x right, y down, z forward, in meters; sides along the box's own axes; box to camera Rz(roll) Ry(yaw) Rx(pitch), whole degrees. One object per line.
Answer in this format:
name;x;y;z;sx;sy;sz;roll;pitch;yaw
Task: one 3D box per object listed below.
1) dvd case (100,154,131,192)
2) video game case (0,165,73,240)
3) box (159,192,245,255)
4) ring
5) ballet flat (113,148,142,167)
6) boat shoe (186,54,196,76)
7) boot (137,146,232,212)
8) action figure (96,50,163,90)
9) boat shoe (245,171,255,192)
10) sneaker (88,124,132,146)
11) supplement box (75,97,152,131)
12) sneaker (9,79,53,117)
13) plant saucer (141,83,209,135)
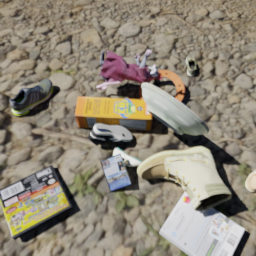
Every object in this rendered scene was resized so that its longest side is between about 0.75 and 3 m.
dvd case;-0.437;1.532;9.586;0.789;0.097;1.106;-23;80;16
video game case;-3.107;2.385;9.279;1.976;0.252;1.786;-26;58;-17
box;2.281;3.225;8.738;2.099;0.432;1.637;32;63;17
ring;1.383;-1.541;11.581;1.861;0.179;1.861;-1;72;4
ballet flat;-0.024;1.156;10.063;1.236;0.429;0.429;28;62;20
boat shoe;2.836;-2.873;12.511;0.431;0.360;1.205;4;59;2
boot;1.733;1.723;9.022;2.628;0.947;2.032;-12;46;-3
action figure;0.100;-2.092;10.729;2.486;1.665;1.851;15;94;2
boat shoe;4.680;1.588;9.673;1.567;0.542;0.578;-36;65;-20
sneaker;-0.717;0.337;10.393;1.612;0.902;0.589;15;50;-30
supplement box;-0.513;-0.545;10.742;2.867;0.986;0.954;3;60;-1
sneaker;-3.876;-1.341;11.299;0.753;0.825;2.038;33;64;18
plant saucer;1.414;-0.446;9.460;2.739;2.739;0.687;37;91;20
